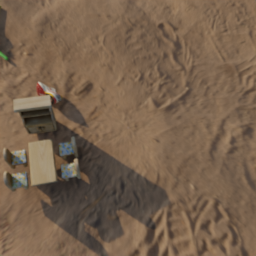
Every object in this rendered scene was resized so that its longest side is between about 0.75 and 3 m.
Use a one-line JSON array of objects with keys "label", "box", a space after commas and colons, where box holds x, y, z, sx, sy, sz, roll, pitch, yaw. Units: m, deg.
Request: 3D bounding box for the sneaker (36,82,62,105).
[{"label": "sneaker", "box": [-3.000, -1.305, 10.534, 1.254, 0.488, 0.515, 39, 39, 21]}]

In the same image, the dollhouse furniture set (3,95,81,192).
[{"label": "dollhouse furniture set", "box": [-2.827, 0.507, 8.976, 2.224, 1.686, 2.537, -9, 64, -10]}]

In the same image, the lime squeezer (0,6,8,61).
[{"label": "lime squeezer", "box": [-5.629, -3.881, 11.506, 0.994, 0.531, 2.815, -2, 65, -34]}]
